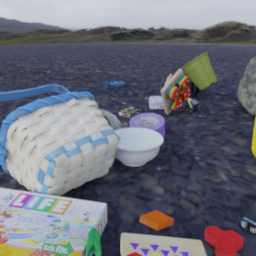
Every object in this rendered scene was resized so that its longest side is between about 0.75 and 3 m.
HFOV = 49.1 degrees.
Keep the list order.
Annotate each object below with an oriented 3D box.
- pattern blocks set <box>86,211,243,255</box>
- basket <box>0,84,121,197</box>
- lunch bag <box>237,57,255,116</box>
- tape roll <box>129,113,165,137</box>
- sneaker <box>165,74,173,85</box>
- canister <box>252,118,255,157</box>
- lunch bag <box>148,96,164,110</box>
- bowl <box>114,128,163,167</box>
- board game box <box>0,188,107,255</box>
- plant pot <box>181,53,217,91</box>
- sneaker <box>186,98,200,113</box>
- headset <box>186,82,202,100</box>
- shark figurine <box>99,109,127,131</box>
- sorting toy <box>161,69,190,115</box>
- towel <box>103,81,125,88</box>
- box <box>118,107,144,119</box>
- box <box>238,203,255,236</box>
[{"bbox_3d":[0.543,1.880,3.676,2.337,0.189,2.054,11,24,1],"label":"pattern blocks set"},{"bbox_3d":[-1.768,0.060,6.022,2.437,1.923,2.764,-19,59,-42],"label":"basket"},{"bbox_3d":[5.653,-1.352,10.396,2.321,1.928,2.767,17,22,-1],"label":"lunch bag"},{"bbox_3d":[0.571,-0.004,8.407,1.051,0.447,1.051,-6,30,3],"label":"tape roll"},{"bbox_3d":[2.370,-2.465,15.098,0.599,0.607,1.551,22,25,5],"label":"sneaker"},{"bbox_3d":[3.581,0.066,5.977,0.770,1.321,1.779,13,-9,-11],"label":"canister"},{"bbox_3d":[1.215,-1.009,11.420,0.821,0.387,1.024,-1,22,3],"label":"lunch bag"},{"bbox_3d":[0.149,0.531,6.997,1.424,0.640,1.424,0,20,0],"label":"bowl"},{"bbox_3d":[-1.688,1.646,4.383,2.364,0.405,1.589,5,21,12],"label":"board game box"},{"bbox_3d":[3.163,-2.336,12.108,1.337,1.270,1.337,-31,-1,-1],"label":"plant pot"},{"bbox_3d":[2.567,-0.898,11.056,0.502,0.458,1.241,8,23,11],"label":"sneaker"},{"bbox_3d":[2.813,-1.764,13.208,2.176,1.022,1.344,-33,39,-30],"label":"headset"},{"bbox_3d":[-0.498,-0.123,7.533,0.485,1.162,0.694,-44,2,-28],"label":"shark figurine"},{"bbox_3d":[1.803,-1.258,10.278,0.439,1.261,1.254,26,64,32],"label":"sorting toy"},{"bbox_3d":[-0.761,-2.357,15.102,1.101,0.267,0.614,-11,23,-26],"label":"towel"},{"bbox_3d":[0.125,-0.587,10.573,0.625,0.193,0.783,14,25,38],"label":"box"},{"bbox_3d":[2.412,1.643,4.724,0.674,0.183,0.842,-17,27,-38],"label":"box"}]
